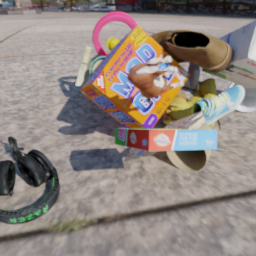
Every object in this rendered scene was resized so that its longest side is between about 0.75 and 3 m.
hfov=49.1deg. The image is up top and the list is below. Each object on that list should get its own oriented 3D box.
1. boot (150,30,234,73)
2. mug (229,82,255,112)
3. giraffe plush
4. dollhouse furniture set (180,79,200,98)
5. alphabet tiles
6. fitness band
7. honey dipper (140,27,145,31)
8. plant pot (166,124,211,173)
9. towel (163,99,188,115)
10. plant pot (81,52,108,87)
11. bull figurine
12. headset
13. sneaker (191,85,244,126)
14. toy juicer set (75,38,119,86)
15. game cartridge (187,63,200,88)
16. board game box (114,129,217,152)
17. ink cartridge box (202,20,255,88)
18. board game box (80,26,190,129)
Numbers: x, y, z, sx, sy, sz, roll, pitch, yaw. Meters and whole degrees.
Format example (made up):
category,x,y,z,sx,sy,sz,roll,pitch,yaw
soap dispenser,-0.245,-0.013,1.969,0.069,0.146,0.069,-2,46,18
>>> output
category,x,y,z,sx,sy,sz,roll,pitch,yaw
boot,1.309,-2.291,7.503,1.115,1.088,2.955,18,7,-39
mug,4.668,-1.302,10.505,1.785,1.318,1.565,38,32,7
giraffe plush,1.803,-0.546,8.321,1.512,1.609,1.865,0,33,2
dollhouse furniture set,1.113,-1.443,10.090,2.229,1.540,2.361,6,30,-33
alphabet tiles,0.850,0.227,6.619,1.950,0.146,1.994,-34,7,-34
fitness band,-0.274,-2.997,10.206,1.750,2.437,0.456,-21,44,15
honey dipper,0.286,-3.774,10.588,0.214,0.214,1.129,-12,33,-24
plant pot,1.684,0.381,7.030,1.052,1.052,1.123,17,35,31
towel,1.830,-0.738,10.128,1.350,0.351,2.037,-11,27,-26
plant pot,-1.171,-1.945,11.332,1.264,1.883,1.883,-18,19,25
bull figurine,0.514,-0.889,5.344,0.923,0.495,1.521,-22,-11,16
headset,-2.400,1.097,6.219,1.503,1.144,2.434,-15,45,-21
sneaker,2.187,-0.619,6.938,0.904,1.385,0.551,20,32,-49
toy juicer set,-0.838,-2.217,9.677,2.702,1.719,0.735,6,16,23
game cartridge,1.959,-1.650,8.380,0.203,0.992,0.661,-4,69,3
board game box,0.561,0.177,4.840,1.186,0.312,1.550,0,0,-22
ink cartridge box,3.330,-1.831,7.446,1.698,0.985,2.345,17,1,-11
board game box,0.105,-1.261,7.935,1.919,1.919,1.920,-54,17,-9
